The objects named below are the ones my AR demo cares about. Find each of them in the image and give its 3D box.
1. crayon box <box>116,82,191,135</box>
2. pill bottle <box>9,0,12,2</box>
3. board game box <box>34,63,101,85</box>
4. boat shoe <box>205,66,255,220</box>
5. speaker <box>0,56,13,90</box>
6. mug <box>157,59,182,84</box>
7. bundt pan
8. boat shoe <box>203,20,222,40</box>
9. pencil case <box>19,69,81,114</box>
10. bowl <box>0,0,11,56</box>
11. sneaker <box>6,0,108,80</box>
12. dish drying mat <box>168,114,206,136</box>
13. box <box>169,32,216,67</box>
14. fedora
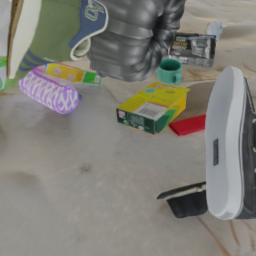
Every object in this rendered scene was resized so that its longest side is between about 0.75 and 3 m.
[{"bbox_3d":[0.804,-0.658,8.228,1.319,0.528,2.078,20,41,33],"label":"crayon box"},{"bbox_3d":[-2.132,-2.811,5.866,0.454,0.454,0.809,17,28,21],"label":"pill bottle"},{"bbox_3d":[-2.114,-1.934,9.641,1.920,0.387,1.469,19,13,23],"label":"board game box"},{"bbox_3d":[1.586,0.182,3.939,0.725,0.765,2.187,12,67,-11],"label":"boat shoe"},{"bbox_3d":[-4.286,-2.101,9.980,0.911,0.911,2.060,10,38,13],"label":"speaker"},{"bbox_3d":[1.444,-1.905,9.888,0.849,0.639,1.034,6,45,8],"label":"mug"},{"bbox_3d":[0.365,-2.279,6.150,1.098,2.926,2.926,27,43,16],"label":"bundt pan"},{"bbox_3d":[4.108,-4.793,13.849,0.738,0.856,2.379,0,25,30],"label":"boat shoe"},{"bbox_3d":[-2.491,-1.177,8.699,2.133,0.912,0.895,24,39,31],"label":"pencil case"},{"bbox_3d":[-3.314,-3.028,6.729,2.120,2.117,0.791,29,-2,8],"label":"bowl"},{"bbox_3d":[-1.331,-1.417,4.804,1.340,1.001,2.985,3,-7,-26],"label":"sneaker"},{"bbox_3d":[1.954,-0.117,7.920,1.552,0.141,0.596,-15,38,-18],"label":"dish drying mat"},{"bbox_3d":[2.638,-3.236,11.497,1.775,0.442,1.400,9,60,12],"label":"box"},{"bbox_3d":[1.166,1.407,5.371,1.214,1.214,0.555,-10,73,-14],"label":"fedora"}]
